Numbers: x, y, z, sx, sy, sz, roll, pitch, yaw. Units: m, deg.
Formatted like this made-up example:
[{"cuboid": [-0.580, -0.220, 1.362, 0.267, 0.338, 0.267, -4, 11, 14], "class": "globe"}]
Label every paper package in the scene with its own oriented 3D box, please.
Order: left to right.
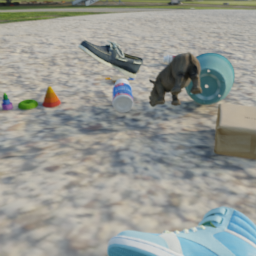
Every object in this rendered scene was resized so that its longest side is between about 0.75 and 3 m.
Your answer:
[{"cuboid": [3.352, 0.066, 7.804, 1.766, 0.913, 1.683, 7, 29, 15], "class": "paper package"}]

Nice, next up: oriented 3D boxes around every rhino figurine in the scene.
[{"cuboid": [1.148, -1.211, 7.812, 0.784, 1.146, 2.621, 8, -12, -18], "class": "rhino figurine"}]

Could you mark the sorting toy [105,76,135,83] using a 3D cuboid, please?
[{"cuboid": [-0.380, -2.187, 12.752, 1.357, 0.185, 0.764, 1, 24, 1], "class": "sorting toy"}]

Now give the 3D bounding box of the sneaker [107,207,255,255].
[{"cuboid": [1.007, 1.856, 4.487, 2.461, 0.979, 1.607, 16, 33, 9], "class": "sneaker"}]

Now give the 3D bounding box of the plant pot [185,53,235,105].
[{"cuboid": [2.765, -1.586, 9.685, 1.822, 1.822, 1.712, 8, 22, 15], "class": "plant pot"}]

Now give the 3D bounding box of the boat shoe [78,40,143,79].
[{"cuboid": [-0.367, -1.877, 7.260, 2.037, 0.630, 0.763, 17, 23, -43], "class": "boat shoe"}]

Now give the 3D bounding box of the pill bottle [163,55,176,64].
[{"cuboid": [2.358, -3.714, 15.244, 0.855, 0.483, 0.483, 1, 28, 2], "class": "pill bottle"}]

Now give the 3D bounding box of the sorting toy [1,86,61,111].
[{"cuboid": [-3.552, -1.117, 10.213, 2.075, 0.715, 0.719, -6, 29, -13], "class": "sorting toy"}]

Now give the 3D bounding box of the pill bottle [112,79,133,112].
[{"cuboid": [-0.201, -1.170, 9.714, 0.706, 0.706, 1.258, -2, 40, -3], "class": "pill bottle"}]
